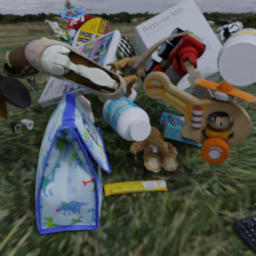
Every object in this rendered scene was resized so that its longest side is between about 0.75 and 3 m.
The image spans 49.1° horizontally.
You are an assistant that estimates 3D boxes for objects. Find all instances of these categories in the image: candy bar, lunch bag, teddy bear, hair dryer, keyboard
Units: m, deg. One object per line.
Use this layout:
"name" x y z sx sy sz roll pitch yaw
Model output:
"candy bar" 0.226 1.679 7.858 1.791 0.199 0.447 -2 28 -7
"lunch bag" -1.402 0.733 6.863 1.726 2.709 2.303 -3 24 -11
"teddy bear" 0.898 0.795 9.420 1.534 0.706 2.115 -17 37 -20
"hair dryer" -3.358 -1.569 9.664 0.305 0.855 1.123 -20 13 -8
"keyboard" 3.784 2.040 6.675 2.765 0.548 1.439 -8 26 -19

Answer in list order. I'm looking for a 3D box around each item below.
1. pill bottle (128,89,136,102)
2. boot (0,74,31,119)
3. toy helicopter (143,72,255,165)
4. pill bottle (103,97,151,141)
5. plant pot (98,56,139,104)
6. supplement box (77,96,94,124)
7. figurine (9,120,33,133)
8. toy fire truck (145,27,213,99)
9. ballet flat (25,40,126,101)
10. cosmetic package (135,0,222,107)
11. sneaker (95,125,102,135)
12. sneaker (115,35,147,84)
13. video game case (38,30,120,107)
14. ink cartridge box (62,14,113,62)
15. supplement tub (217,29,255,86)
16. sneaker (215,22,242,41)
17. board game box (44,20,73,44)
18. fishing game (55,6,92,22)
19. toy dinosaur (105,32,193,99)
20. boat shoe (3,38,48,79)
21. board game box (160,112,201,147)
"pill bottle" -0.464 -1.432 10.134 1.457 0.872 0.872 33 16 -20
"boot" -3.510 -0.710 7.846 1.705 1.811 0.620 31 52 -4
"toy helicopter" 1.716 -0.562 6.901 2.896 1.915 1.142 31 38 -2
"pill bottle" -0.020 -0.240 7.707 0.912 0.912 1.646 -11 27 -23
"plant pot" -0.627 -2.226 14.424 2.309 2.309 2.114 4 35 9
"supplement box" -2.148 -0.381 10.796 0.838 1.437 2.280 40 11 -25
"figurine" -4.486 -0.133 11.740 0.831 0.358 0.811 -19 26 -37
"toy fire truck" 1.463 -1.406 7.867 1.372 1.877 2.132 26 42 -19
"ballet flat" -1.141 -1.340 6.166 2.455 0.836 0.826 21 4 -7
"cosmetic package" 1.889 -2.669 10.557 2.322 2.775 2.308 -29 -7 -1
"sneaker" -1.403 0.151 10.849 0.441 0.515 1.243 16 29 28
"sneaker" -0.220 -2.689 11.642 1.147 2.588 0.995 -11 45 30
"video game case" -1.474 -1.877 8.765 2.326 0.293 2.553 -12 45 28
"ink cartridge box" -1.713 -3.572 12.465 2.262 2.577 1.080 13 -16 -3
"supplement tub" 3.159 -1.920 7.612 1.306 1.306 1.806 11 28 22
"sneaker" 3.909 -3.884 11.584 0.887 0.544 1.363 -28 17 -27
"board game box" -2.598 -3.589 10.448 0.693 0.155 1.323 4 41 -42
"fishing game" -2.029 -4.267 10.321 0.949 0.206 1.326 30 53 31
"toy dinosaur" 0.236 -1.754 7.821 1.579 2.973 0.898 -36 85 -40
"boat shoe" -2.743 -1.723 7.334 0.848 0.846 2.291 -5 -6 -36
"board game box" 2.235 0.090 10.479 1.934 0.454 1.460 14 23 -6
